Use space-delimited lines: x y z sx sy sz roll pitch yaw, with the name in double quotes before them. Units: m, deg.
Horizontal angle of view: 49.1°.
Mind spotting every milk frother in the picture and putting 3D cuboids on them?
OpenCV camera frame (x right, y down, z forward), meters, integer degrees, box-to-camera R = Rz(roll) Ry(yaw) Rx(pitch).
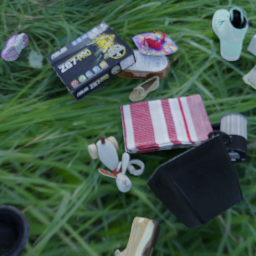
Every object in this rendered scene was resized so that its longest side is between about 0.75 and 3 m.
"milk frother" 3.193 0.137 8.937 1.367 1.514 1.424 7 57 9

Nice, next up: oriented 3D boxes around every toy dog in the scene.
"toy dog" -0.482 0.961 8.729 1.947 0.938 1.284 35 64 20

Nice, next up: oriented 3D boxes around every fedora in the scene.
"fedora" -3.491 2.956 7.517 1.767 0.807 1.767 2 57 -3

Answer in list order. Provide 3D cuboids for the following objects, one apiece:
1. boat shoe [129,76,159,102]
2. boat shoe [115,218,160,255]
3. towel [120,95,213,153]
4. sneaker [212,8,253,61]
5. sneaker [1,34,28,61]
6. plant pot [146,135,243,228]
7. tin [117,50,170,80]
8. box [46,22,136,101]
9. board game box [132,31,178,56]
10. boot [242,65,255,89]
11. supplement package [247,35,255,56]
"boat shoe" 0.600 -1.504 10.620 1.391 0.436 0.510 -38 65 -22
"boat shoe" 0.056 3.480 7.288 0.905 0.852 2.377 11 49 23
"towel" 1.274 -0.200 9.651 2.947 0.335 2.122 -7 51 0
"sneaker" 4.368 -4.488 11.755 1.105 1.772 3.004 -1 56 1
"sneaker" -4.900 -3.400 11.801 0.679 0.618 1.536 13 54 16
"plant pot" 1.930 1.635 7.807 1.980 1.985 1.761 -26 71 -16
"tin" 0.521 -2.590 11.337 2.349 0.492 1.315 4 53 3
"box" -1.439 -2.640 10.916 2.800 0.688 2.257 -34 60 -7
"board game box" 1.144 -3.716 11.773 1.632 0.402 2.065 -9 44 -11
"boot" 4.921 -1.873 10.526 0.993 0.768 0.358 25 36 -16
"supplement package" 5.810 -3.624 11.815 1.211 0.734 0.725 -34 63 -20
